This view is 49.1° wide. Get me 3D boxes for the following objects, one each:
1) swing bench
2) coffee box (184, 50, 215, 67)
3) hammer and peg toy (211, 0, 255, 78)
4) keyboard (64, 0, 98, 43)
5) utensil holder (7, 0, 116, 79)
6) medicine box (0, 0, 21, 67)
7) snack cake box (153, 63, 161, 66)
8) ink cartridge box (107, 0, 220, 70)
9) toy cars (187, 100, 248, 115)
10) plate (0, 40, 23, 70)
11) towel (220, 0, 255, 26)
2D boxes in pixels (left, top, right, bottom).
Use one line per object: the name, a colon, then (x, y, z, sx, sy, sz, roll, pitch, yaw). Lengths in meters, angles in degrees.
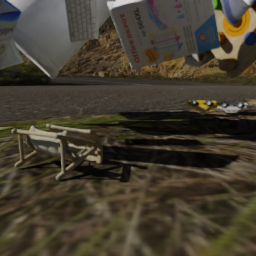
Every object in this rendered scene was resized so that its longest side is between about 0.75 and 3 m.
swing bench: (-1.044, 0.281, 4.263, 0.960, 0.626, 0.965, 6, 12, 32)
coffee box: (2.507, -3.362, 10.065, 1.132, 1.979, 0.789, -35, 34, -15)
hammer and peg toy: (2.946, -2.829, 6.620, 1.040, 2.170, 2.950, -15, -21, -34)
keyboard: (-0.958, -2.826, 5.471, 0.657, 2.333, 0.124, -11, 43, -13)
utensil holder: (-1.964, -3.069, 7.527, 2.290, 2.695, 2.290, 42, -5, 5)
medicine box: (-2.852, -1.693, 4.680, 1.467, 1.610, 0.829, 38, 35, -4)
snack cake box: (0.856, -3.116, 10.215, 0.489, 1.457, 0.838, -29, -16, -43)
ink cartridge box: (0.735, -2.433, 6.365, 2.292, 1.473, 1.435, -11, 36, 18)
toy cars: (3.235, -0.706, 10.132, 2.252, 0.499, 1.010, 2, 2, -12)
plate: (-3.474, -2.061, 7.774, 0.831, 0.833, 0.135, -18, 35, -5)
towel: (2.331, -3.263, 5.186, 0.266, 1.639, 2.232, 2, -25, -15)
